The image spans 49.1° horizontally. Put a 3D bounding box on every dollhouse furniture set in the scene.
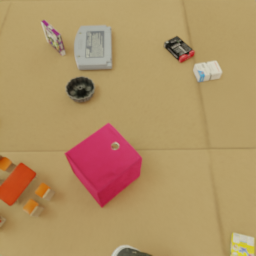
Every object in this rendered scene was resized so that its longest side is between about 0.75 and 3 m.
[{"bbox_3d":[-3.228,1.805,7.429,1.856,0.956,1.836,32,73,7],"label":"dollhouse furniture set"}]

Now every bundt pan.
[{"bbox_3d":[-1.656,-1.294,9.787,1.033,0.388,1.033,0,59,-1],"label":"bundt pan"}]

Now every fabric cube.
[{"bbox_3d":[-0.650,1.041,7.760,1.474,1.478,1.450,-36,67,-19],"label":"fabric cube"}]

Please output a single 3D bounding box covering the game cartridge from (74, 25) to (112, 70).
[{"bbox_3d":[-1.358,-3.130,10.887,1.442,0.450,2.166,-4,59,3],"label":"game cartridge"}]

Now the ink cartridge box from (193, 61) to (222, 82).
[{"bbox_3d":[2.903,-2.066,10.263,0.837,0.353,0.611,-10,60,-6],"label":"ink cartridge box"}]

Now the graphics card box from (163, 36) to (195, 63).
[{"bbox_3d":[1.977,-3.065,10.906,0.687,0.278,1.095,-32,65,-17],"label":"graphics card box"}]

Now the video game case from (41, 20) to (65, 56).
[{"bbox_3d":[-2.854,-3.434,10.712,0.196,0.994,1.097,-37,66,-20],"label":"video game case"}]

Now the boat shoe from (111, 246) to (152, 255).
[{"bbox_3d":[0.782,3.334,6.032,2.557,0.724,0.878,31,65,-15],"label":"boat shoe"}]

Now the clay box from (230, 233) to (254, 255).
[{"bbox_3d":[2.903,3.237,7.151,0.545,0.226,0.948,10,61,14],"label":"clay box"}]
